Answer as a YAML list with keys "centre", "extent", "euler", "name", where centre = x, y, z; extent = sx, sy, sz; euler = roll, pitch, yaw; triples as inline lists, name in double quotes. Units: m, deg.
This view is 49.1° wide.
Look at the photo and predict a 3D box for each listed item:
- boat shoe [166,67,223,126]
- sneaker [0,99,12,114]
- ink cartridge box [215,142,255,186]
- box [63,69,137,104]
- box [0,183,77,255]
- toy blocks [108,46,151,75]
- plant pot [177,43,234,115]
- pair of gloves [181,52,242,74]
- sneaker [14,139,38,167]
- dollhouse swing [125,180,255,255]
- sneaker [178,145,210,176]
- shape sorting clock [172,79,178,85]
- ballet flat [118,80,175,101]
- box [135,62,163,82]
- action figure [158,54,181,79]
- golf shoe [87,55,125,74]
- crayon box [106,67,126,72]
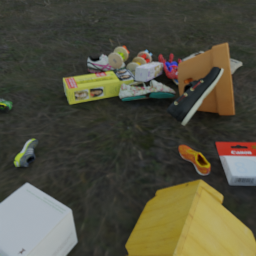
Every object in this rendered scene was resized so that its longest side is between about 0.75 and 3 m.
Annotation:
- centre: [2.003, -1.094, 8.173]
  extent: [0.728, 0.850, 2.323]
  euler: [38, 67, 10]
  name: "boat shoe"
- centre: [-5.049, -0.874, 10.714]
  extent: [1.243, 0.485, 0.529]
  euler: [13, 31, 2]
  name: "sneaker"
- centre: [3.540, 0.911, 8.306]
  extent: [1.469, 0.434, 1.835]
  euler: [1, 39, 1]
  name: "ink cartridge box"
- centre: [-1.138, -1.746, 11.558]
  extent: [2.883, 0.722, 1.085]
  euler: [-12, 39, -15]
  name: "box"
- centre: [-2.092, 2.248, 5.882]
  extent: [1.417, 1.220, 1.424]
  euler: [22, 42, 26]
  name: "box"
- centre: [0.197, -3.392, 13.441]
  extent: [1.730, 0.754, 2.075]
  euler: [29, 42, 4]
  name: "toy blocks"
- centre: [2.846, -1.633, 10.244]
  extent: [1.774, 2.535, 2.535]
  euler: [-7, 34, 20]
  name: "plant pot"
- centre: [4.028, -3.083, 13.601]
  extent: [2.413, 0.423, 2.052]
  euler: [27, 41, 27]
  name: "pair of gloves"
- centre: [-3.003, 0.796, 8.555]
  extent: [0.445, 0.406, 1.100]
  euler: [14, 46, 7]
  name: "sneaker"
- centre: [1.399, 2.598, 6.136]
  extent: [1.918, 1.855, 2.110]
  euler: [-26, 18, 41]
  name: "dollhouse swing"
- centre: [1.994, 0.850, 8.347]
  extent: [0.470, 0.497, 1.288]
  euler: [-21, 41, -24]
  name: "sneaker"
- centre: [2.882, -2.245, 12.530]
  extent: [1.821, 0.357, 1.821]
  euler: [0, 37, 0]
  name: "shape sorting clock"
- centre: [0.746, -1.529, 11.131]
  extent: [2.276, 0.861, 0.727]
  euler: [-4, 82, -6]
  name: "ballet flat"
- centre: [0.946, -2.440, 12.003]
  extent: [0.517, 0.553, 2.671]
  euler: [11, 19, 17]
  name: "box"
- centre: [2.001, -2.814, 12.834]
  extent: [0.898, 0.709, 2.745]
  euler: [-1, 32, -7]
  name: "action figure"
- centre: [-1.034, -3.022, 13.187]
  extent: [1.779, 0.819, 0.646]
  euler: [-3, 37, -6]
  name: "golf shoe"
- centre: [-0.559, -2.528, 12.640]
  extent: [0.643, 0.257, 1.012]
  euler: [-16, 11, -21]
  name: "crayon box"
